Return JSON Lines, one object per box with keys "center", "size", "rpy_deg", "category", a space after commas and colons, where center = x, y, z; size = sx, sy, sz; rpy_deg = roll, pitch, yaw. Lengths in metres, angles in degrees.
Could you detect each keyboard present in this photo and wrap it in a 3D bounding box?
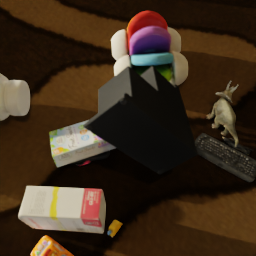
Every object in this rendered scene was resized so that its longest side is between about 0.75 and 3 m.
{"center": [2.875, 0.678, 8.049], "size": [1.889, 0.374, 0.983], "rpy_deg": [29, 64, 15], "category": "keyboard"}

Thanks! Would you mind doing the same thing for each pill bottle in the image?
{"center": [-4.360, -0.918, 8.345], "size": [2.564, 1.419, 1.419], "rpy_deg": [1, 60, 1], "category": "pill bottle"}

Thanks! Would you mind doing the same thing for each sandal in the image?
{"center": [-1.219, 0.847, 7.905], "size": [1.467, 0.331, 0.551], "rpy_deg": [-5, 39, 8], "category": "sandal"}

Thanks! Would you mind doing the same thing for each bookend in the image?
{"center": [0.251, -0.512, 5.973], "size": [1.017, 2.207, 2.193], "rpy_deg": [-34, 40, 28], "category": "bookend"}

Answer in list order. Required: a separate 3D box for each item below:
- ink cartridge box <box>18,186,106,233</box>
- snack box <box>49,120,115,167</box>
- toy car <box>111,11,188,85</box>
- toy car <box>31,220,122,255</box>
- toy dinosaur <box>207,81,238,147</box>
{"center": [-1.490, 1.981, 6.746], "size": [1.791, 1.300, 0.747], "rpy_deg": [2, 58, 1], "category": "ink cartridge box"}
{"center": [-1.297, 0.336, 7.936], "size": [1.702, 0.451, 1.211], "rpy_deg": [-18, 35, -9], "category": "snack box"}
{"center": [0.676, -2.547, 8.937], "size": [2.356, 2.019, 2.692], "rpy_deg": [-5, 60, -3], "category": "toy car"}
{"center": [-1.268, 2.611, 6.730], "size": [2.184, 0.727, 1.071], "rpy_deg": [-35, 66, -18], "category": "toy car"}
{"center": [2.832, -0.371, 8.275], "size": [0.739, 0.982, 1.919], "rpy_deg": [4, 57, 2], "category": "toy dinosaur"}
